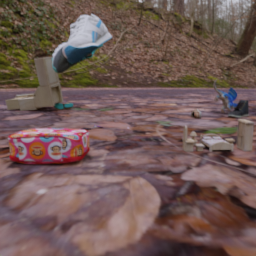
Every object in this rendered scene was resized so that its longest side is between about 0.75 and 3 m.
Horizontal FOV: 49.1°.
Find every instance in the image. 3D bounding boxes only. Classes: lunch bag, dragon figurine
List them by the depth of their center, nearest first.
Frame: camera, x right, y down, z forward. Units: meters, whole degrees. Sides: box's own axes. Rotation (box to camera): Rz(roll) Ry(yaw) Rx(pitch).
[{"bbox_3d":[-1.480,0.289,5.503,1.407,0.576,1.239,1,10,5],"label":"lunch bag"},{"bbox_3d":[4.415,-1.370,12.481,1.036,2.084,0.613,-41,12,-31],"label":"dragon figurine"}]

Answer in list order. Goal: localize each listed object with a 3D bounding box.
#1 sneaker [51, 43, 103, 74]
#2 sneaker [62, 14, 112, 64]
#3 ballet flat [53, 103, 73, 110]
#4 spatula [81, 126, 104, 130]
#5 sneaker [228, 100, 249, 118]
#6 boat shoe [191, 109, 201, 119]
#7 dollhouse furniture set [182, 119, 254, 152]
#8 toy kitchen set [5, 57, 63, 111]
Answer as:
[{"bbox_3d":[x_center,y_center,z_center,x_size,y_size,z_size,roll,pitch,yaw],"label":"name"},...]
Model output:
[{"bbox_3d":[-2.142,-3.282,12.098,1.211,1.030,2.655,23,62,34],"label":"sneaker"},{"bbox_3d":[-1.038,-2.046,6.333,0.729,0.770,1.906,-27,18,27],"label":"sneaker"},{"bbox_3d":[-3.273,-1.061,14.037,1.053,0.372,0.372,-8,13,-34],"label":"ballet flat"},{"bbox_3d":[-1.101,-0.002,8.583,0.247,0.090,0.876,8,13,39],"label":"spatula"},{"bbox_3d":[4.436,-0.780,11.296,1.276,0.678,0.477,-9,13,-42],"label":"sneaker"},{"bbox_3d":[2.651,-0.567,11.148,0.317,0.334,0.883,-2,8,-3],"label":"boat shoe"},{"bbox_3d":[1.902,0.138,6.223,1.433,0.634,0.743,-1,10,-3],"label":"dollhouse furniture set"},{"bbox_3d":[-4.506,-2.218,13.860,2.523,2.276,2.058,-3,16,16],"label":"toy kitchen set"}]
